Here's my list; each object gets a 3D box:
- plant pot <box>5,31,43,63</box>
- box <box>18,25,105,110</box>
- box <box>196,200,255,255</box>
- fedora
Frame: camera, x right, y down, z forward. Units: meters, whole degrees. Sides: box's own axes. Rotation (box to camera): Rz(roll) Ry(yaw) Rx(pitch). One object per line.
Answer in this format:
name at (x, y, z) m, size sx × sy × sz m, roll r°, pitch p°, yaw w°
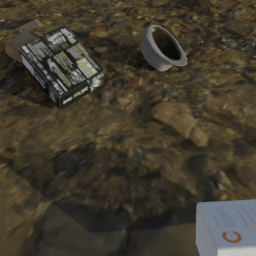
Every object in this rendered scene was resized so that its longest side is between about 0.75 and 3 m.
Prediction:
plant pot at (-3.319, -2.887, 10.132) m, size 1.938 × 0.895 × 1.938 m, roll 24°, pitch 22°, yaw -10°
box at (-2.068, -1.922, 8.845) m, size 1.725 × 0.907 × 2.106 m, roll -37°, pitch 79°, yaw -23°
box at (2.292, 1.971, 4.808) m, size 1.984 × 0.967 × 1.234 m, roll -3°, pitch 19°, yaw 1°
fedora at (1.187, -2.815, 10.373) m, size 1.753 × 0.895 × 1.982 m, roll -18°, pitch 73°, yaw -45°
